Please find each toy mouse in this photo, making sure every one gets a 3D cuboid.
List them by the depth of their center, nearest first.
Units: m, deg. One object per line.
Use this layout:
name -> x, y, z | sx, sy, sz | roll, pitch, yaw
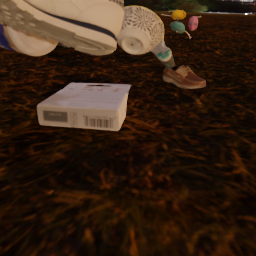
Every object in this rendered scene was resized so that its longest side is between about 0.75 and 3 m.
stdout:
toy mouse -> 1.530, -2.811, 7.496 | 1.085, 0.210, 0.965 | -8, 64, -10

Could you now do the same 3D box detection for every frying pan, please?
frying pan -> -2.316, -2.792, 8.908 | 1.399, 0.376, 2.313 | 9, -14, 30

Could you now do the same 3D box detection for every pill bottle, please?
pill bottle -> -2.823, -2.570, 6.558 | 2.416, 1.398, 1.398 | 21, 33, 31

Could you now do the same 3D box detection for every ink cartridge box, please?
ink cartridge box -> -1.214, -0.809, 9.173 | 2.389, 0.839, 2.940 | 4, 18, 7

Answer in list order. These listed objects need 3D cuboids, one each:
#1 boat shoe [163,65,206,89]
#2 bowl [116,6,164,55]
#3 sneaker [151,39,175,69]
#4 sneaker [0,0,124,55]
boat shoe -> 2.259, -2.175, 11.597 | 0.828, 0.785, 2.187 | -21, 34, -35
bowl -> 0.138, -1.683, 5.192 | 1.002, 1.002, 0.470 | 8, 62, 15
sneaker -> 1.094, -2.365, 8.975 | 0.558, 0.656, 1.437 | -30, 41, 14
sneaker -> -1.291, -1.988, 4.133 | 2.649, 1.066, 1.012 | 15, -2, -30
